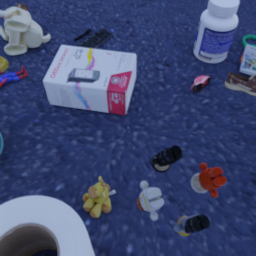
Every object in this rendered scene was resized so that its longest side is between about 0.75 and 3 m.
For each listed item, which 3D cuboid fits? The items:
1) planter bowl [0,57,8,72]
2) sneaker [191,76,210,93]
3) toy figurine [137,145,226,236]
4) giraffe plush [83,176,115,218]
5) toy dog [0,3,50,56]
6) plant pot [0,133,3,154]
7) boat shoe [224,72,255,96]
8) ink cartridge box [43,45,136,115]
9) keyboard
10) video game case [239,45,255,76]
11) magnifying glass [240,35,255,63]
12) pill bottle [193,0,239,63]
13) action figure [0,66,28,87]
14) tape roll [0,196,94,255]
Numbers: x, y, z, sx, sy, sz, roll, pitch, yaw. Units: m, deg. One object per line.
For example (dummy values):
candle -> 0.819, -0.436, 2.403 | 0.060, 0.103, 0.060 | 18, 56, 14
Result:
planter bowl -> -5.152, -2.503, 10.620 | 1.054, 0.439, 1.054 | 0, 53, 0
sneaker -> 2.504, -1.583, 10.020 | 0.976, 0.360, 0.423 | -33, 47, -29
toy figurine -> 0.669, 0.847, 3.782 | 1.034, 0.719, 1.018 | 26, 68, -1
giraffe plush -> -0.733, 1.702, 7.124 | 0.940, 0.762, 0.811 | -38, 61, -26
toy dog -> -4.340, -4.202, 11.350 | 2.030, 1.461, 2.094 | -14, 52, -24
plant pot -> -4.624, 0.095, 7.714 | 2.007, 2.007, 1.611 | -23, 38, -17
boat shoe -> 3.580, -1.290, 8.105 | 1.466, 0.528, 0.529 | 20, 35, 23
ink cartridge box -> -1.193, -1.657, 9.502 | 2.712, 1.161, 2.002 | 9, 53, 5
keyboard -> -1.638, -3.693, 11.711 | 1.216, 0.197, 1.914 | 31, 57, 22
video game case -> 5.162, -2.376, 10.560 | 1.704, 0.188, 1.553 | 21, 56, 8
magnifying glass -> 4.880, -3.203, 11.342 | 0.742, 0.209, 1.865 | 23, 54, 17
pill bottle -> 3.275, -3.662, 10.377 | 1.334, 2.229, 1.334 | 0, 52, 0
action figure -> -4.490, -1.754, 10.082 | 1.654, 0.427, 0.541 | -31, 60, -19
tape roll -> -1.889, 2.844, 5.641 | 2.461, 1.690, 2.461 | 0, 52, 0
